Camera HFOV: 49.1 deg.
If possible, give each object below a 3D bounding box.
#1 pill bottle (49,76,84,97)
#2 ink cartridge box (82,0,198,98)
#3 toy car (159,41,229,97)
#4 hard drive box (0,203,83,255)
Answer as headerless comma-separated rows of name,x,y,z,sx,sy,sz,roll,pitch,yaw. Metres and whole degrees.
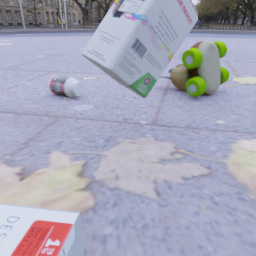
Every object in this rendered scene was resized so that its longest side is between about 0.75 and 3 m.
pill bottle,-2.548,-1.717,11.630,1.414,0.783,0.783,14,27,32
ink cartridge box,0.396,-2.411,7.235,1.128,2.686,1.945,36,4,33
toy car,2.564,-2.557,12.305,2.280,2.190,2.776,-26,22,-38
hard drive box,-1.997,1.773,3.038,2.534,0.973,1.975,4,24,8
